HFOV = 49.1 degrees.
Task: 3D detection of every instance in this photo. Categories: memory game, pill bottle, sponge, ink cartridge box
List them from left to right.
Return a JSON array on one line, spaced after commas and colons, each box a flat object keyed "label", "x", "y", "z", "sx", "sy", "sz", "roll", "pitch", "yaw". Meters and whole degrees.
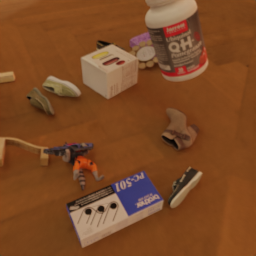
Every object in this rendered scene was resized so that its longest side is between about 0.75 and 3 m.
[{"label": "ink cartridge box", "x": -0.341, "y": 2.048, "z": 7.294, "sx": 2.287, "sy": 0.506, "sz": 1.075, "roll": -19, "pitch": 49, "yaw": -19}, {"label": "memory game", "x": 0.813, "y": -3.343, "z": 12.688, "sx": 1.734, "sy": 0.110, "sz": 1.734, "roll": -10, "pitch": 57, "yaw": 15}, {"label": "sponge", "x": 1.636, "y": -3.720, "z": 13.271, "sx": 1.665, "sy": 0.445, "sz": 2.985, "roll": -30, "pitch": 52, "yaw": -26}, {"label": "pill bottle", "x": 1.349, "y": -2.811, "z": 8.095, "sx": 1.473, "sy": 2.660, "sz": 1.473, "roll": -16, "pitch": 36, "yaw": 12}]

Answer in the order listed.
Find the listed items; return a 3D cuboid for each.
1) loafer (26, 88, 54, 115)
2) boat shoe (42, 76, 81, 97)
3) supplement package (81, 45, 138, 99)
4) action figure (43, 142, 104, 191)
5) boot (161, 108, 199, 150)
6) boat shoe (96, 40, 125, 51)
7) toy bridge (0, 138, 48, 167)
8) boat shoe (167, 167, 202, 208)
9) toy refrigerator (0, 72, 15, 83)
[{"label": "loafer", "x": -3.256, "y": -0.885, "z": 10.329, "sx": 0.567, "sy": 0.613, "sz": 1.629, "roll": -36, "pitch": 49, "yaw": -17}, {"label": "boat shoe", "x": -2.616, "y": -1.502, "z": 10.966, "sx": 1.801, "sy": 0.648, "sz": 0.558, "roll": 22, "pitch": 65, "yaw": 32}, {"label": "supplement package", "x": -0.736, "y": -2.291, "z": 11.232, "sx": 1.583, "sy": 1.218, "sz": 1.656, "roll": 35, "pitch": 53, "yaw": 30}, {"label": "action figure", "x": -1.662, "y": 0.993, "z": 8.170, "sx": 1.651, "sy": 0.863, "sz": 1.597, "roll": 0, "pitch": 33, "yaw": -36}, {"label": "boot", "x": 1.537, "y": 0.027, "z": 9.339, "sx": 1.179, "sy": 0.566, "sz": 1.613, "roll": -32, "pitch": 53, "yaw": -28}, {"label": "boat shoe", "x": -0.838, "y": -3.834, "z": 13.374, "sx": 1.500, "sy": 0.452, "sz": 0.535, "roll": 15, "pitch": 46, "yaw": 15}, {"label": "toy bridge", "x": -3.835, "y": 0.708, "z": 8.380, "sx": 2.794, "sy": 0.380, "sz": 0.939, "roll": 1, "pitch": 43, "yaw": -16}, {"label": "boat shoe", "x": 1.481, "y": 1.616, "z": 7.742, "sx": 0.459, "sy": 0.575, "sz": 1.522, "roll": 32, "pitch": 41, "yaw": 27}, {"label": "toy refrigerator", "x": -5.227, "y": -2.083, "z": 11.692, "sx": 0.887, "sy": 0.310, "sz": 0.337, "roll": -11, "pitch": 38, "yaw": -12}]
